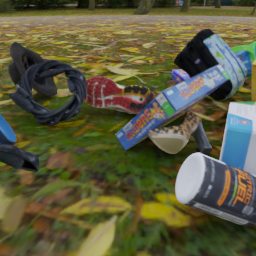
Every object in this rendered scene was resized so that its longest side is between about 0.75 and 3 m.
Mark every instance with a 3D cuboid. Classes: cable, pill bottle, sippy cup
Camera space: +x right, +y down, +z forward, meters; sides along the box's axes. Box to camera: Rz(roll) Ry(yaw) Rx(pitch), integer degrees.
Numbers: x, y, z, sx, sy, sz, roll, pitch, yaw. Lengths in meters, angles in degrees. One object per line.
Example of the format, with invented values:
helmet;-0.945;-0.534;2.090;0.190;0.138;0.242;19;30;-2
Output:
cable;-2.008;-0.998;7.623;2.234;0.567;1.823;29;63;26
pill bottle;1.468;0.938;4.030;1.422;0.755;0.755;22;23;-12
sippy cup;4.314;-2.394;10.445;1.214;1.656;1.301;-11;26;40

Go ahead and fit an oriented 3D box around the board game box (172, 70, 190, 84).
board game box;2.347;-1.924;10.746;0.950;0.316;1.412;-4;26;-9

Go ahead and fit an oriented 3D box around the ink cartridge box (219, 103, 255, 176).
ink cartridge box;2.502;0.435;4.808;1.694;1.237;1.243;10;27;19

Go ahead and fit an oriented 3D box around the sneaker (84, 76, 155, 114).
sneaker;-0.284;-0.804;7.911;2.270;0.884;0.933;18;-5;17

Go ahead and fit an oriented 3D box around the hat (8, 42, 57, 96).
hat;-3.230;-1.681;9.018;0.823;2.041;2.041;-30;22;14

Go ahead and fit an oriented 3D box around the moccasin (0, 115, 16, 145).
moccasin;-3.302;-0.243;6.216;0.660;1.935;0.779;-43;-6;-5

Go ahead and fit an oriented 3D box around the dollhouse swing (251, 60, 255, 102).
dollhouse swing;4.121;-1.385;7.953;1.077;1.225;1.113;-27;32;-20

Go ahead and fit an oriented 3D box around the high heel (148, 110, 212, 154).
high heel;0.973;-0.041;5.961;1.618;0.578;1.154;12;44;-29

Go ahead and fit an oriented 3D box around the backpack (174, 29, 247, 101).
backpack;2.678;-1.843;8.734;1.546;1.640;2.011;-23;76;-29

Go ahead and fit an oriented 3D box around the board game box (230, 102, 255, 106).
board game box;3.195;-0.340;7.379;1.015;0.268;1.327;1;24;20

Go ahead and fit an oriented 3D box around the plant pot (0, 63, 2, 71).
plant pot;-5.864;-2.537;11.368;1.013;1.013;0.953;19;47;33

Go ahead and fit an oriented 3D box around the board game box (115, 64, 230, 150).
board game box;1.086;-0.516;6.425;2.583;1.748;0.445;-29;81;-45

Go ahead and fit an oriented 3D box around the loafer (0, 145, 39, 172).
loafer;-1.893;0.533;4.765;0.939;0.319;0.330;32;25;-53
